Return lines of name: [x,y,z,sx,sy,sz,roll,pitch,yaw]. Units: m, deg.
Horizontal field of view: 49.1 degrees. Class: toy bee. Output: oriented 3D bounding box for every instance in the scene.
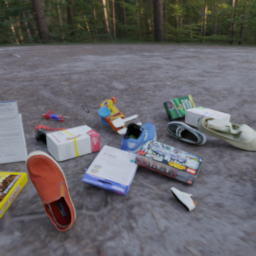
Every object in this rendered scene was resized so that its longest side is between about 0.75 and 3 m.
toy bee: [-0.826,-0.805,12.268,2.252,1.474,1.224,42,70,8]

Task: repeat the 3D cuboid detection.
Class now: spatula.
spatula: [0.099,-0.036,11.609,1.510,0.121,1.050,-24,77,-43]

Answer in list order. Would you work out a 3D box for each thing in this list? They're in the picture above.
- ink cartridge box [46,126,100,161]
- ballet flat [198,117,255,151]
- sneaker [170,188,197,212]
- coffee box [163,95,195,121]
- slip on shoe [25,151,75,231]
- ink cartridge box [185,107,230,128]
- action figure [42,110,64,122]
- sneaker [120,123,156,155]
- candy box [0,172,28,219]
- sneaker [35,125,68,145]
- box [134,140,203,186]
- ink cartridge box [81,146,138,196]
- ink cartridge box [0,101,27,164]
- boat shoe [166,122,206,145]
ink cartridge box: [-2.040,0.535,10.373,1.644,0.686,1.193,-15,25,-30]
ballet flat: [3.929,0.158,10.532,2.616,0.909,0.909,16,26,11]
sneaker: [1.520,1.891,7.631,0.361,0.310,0.852,-31,43,-17]
coffee box: [2.511,-0.988,13.521,1.530,0.941,0.336,-15,-8,-25]
slip on shoe: [-1.759,1.479,6.480,0.751,2.028,0.621,-22,10,-9]
ink cartridge box: [3.660,-0.338,12.393,1.163,0.668,1.986,-14,26,-39]
action figure: [-3.567,-0.623,13.453,1.146,0.374,0.567,6,50,15]
sneaker: [0.456,0.245,10.642,0.904,1.026,2.302,11,26,23]
candy box: [-3.873,2.014,7.346,1.407,0.364,2.753,-1,23,5]
sneaker: [-2.901,0.358,11.043,1.617,0.571,0.790,8,40,-10]
box: [1.342,1.057,9.093,1.944,0.388,1.331,19,26,17]
ink cartridge box: [-0.468,1.331,8.628,1.309,0.460,2.193,15,23,8]
ink cartridge box: [-4.642,0.184,9.273,2.192,2.233,0.484,-6,22,-14]
boat shoe: [2.199,0.164,11.146,1.808,0.652,0.641,20,8,38]
